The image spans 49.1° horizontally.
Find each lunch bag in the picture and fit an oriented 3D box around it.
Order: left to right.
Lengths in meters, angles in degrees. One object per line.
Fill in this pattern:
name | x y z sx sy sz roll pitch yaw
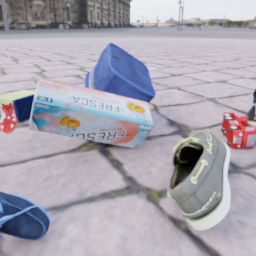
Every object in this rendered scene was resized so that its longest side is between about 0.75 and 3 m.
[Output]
lunch bag | -0.353 -1.177 8.555 1.693 1.649 2.492 28 31 -24

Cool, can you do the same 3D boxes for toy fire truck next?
toy fire truck | 3.449 -0.026 7.848 1.525 0.527 2.163 3 22 8

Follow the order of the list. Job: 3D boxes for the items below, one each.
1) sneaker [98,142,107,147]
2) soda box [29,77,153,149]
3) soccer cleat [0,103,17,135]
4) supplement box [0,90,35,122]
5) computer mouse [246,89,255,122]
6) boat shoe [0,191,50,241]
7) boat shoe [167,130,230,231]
sneaker | -0.497 0.170 7.495 0.437 0.420 1.114 12 30 11
soda box | -0.844 -0.302 6.726 2.777 0.883 0.950 11 41 -18
soccer cleat | -3.085 -0.158 7.241 0.421 0.522 1.226 -9 41 -20
supplement box | -3.612 -0.766 9.371 1.094 0.735 1.095 12 25 32
computer mouse | 3.916 -0.685 8.867 0.258 0.445 1.518 6 49 24
boat shoe | -1.967 1.235 3.918 1.706 0.718 0.586 21 8 -9
boat shoe | 1.252 0.611 5.092 0.954 0.798 2.670 -39 10 26
